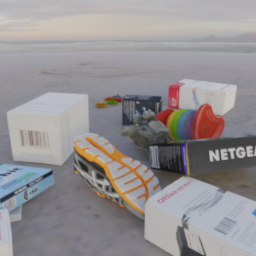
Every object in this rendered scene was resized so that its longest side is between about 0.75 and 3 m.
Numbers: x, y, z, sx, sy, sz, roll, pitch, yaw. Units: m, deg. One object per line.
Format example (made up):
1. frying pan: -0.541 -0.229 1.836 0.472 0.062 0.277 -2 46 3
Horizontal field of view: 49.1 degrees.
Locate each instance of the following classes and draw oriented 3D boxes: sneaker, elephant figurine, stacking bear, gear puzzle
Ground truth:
1. sneaker: -0.302 1.155 6.212 1.020 1.007 2.607 -12 41 -45
2. elephant figurine: 0.576 0.285 8.277 1.392 1.269 1.794 -13 13 4
3. stacking bear: 1.809 -0.119 9.346 1.336 1.251 2.200 35 -12 -35
4. gear puzzle: -0.916 -1.395 14.251 1.176 0.297 2.271 13 23 32

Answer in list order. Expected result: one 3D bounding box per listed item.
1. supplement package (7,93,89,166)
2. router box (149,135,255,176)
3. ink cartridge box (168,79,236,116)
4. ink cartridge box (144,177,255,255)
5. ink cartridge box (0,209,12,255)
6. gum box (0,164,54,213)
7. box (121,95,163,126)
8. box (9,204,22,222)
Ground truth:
1. supplement package: -2.318 -0.099 8.762 1.514 1.519 2.589 4 20 10
2. router box: 2.117 0.597 6.816 2.666 0.696 2.096 -4 -3 -16
3. ink cartridge box: 3.494 -1.509 13.303 2.669 1.143 1.970 15 25 32
4. ink cartridge box: 1.434 1.682 4.771 1.924 0.805 1.396 16 23 40
5. ink cartridge box: -2.595 1.929 4.477 1.354 0.580 1.000 -6 20 -23
6. gum box: -2.839 1.270 6.160 1.795 0.400 1.525 2 14 23
7. box: 0.553 -0.644 10.917 1.501 1.114 0.804 3 20 11
8. box: -2.555 1.671 5.819 0.640 0.169 0.821 -7 19 -17
